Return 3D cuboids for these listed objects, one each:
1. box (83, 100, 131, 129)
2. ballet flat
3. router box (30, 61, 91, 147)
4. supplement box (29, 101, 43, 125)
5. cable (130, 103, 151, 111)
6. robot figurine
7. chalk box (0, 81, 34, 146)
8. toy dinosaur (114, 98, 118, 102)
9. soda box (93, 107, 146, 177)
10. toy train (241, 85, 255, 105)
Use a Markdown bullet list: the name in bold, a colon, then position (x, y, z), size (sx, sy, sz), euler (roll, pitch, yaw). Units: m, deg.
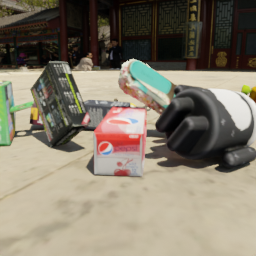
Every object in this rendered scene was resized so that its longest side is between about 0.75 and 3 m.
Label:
- **box**: position (-0.691, -0.408, 8.587), size (1.426, 0.744, 1.055), euler (5, 14, 7)
- **ballet flat**: position (0.924, -0.746, 7.407), size (0.909, 2.845, 1.076), euler (-32, 25, 56)
- **router box**: position (-1.628, -0.539, 6.602), size (0.509, 1.640, 1.229), euler (-11, -16, -44)
- **supplement box**: position (-2.304, -0.401, 8.468), size (1.211, 0.668, 0.519), euler (6, 7, -15)
- **cable**: position (0.386, -0.696, 10.327), size (1.019, 0.495, 0.256), euler (1, -30, -7)
- **robot figurine**: position (1.737, -0.118, 5.882), size (2.349, 1.765, 1.466), euler (-3, -1, -36)
- **chalk box**: position (-3.729, -0.406, 7.192), size (2.475, 1.534, 1.545), euler (-3, 14, -15)
- **toy dinosaur**: position (-0.588, -0.632, 9.845), size (1.394, 0.537, 0.713), euler (-9, 28, 5)
- **soda box**: position (-0.072, 0.156, 6.281), size (0.945, 0.856, 2.698), euler (1, 15, 4)
- **toy train**: position (4.114, -1.154, 8.915), size (1.067, 1.845, 0.781), euler (20, 44, 21)
